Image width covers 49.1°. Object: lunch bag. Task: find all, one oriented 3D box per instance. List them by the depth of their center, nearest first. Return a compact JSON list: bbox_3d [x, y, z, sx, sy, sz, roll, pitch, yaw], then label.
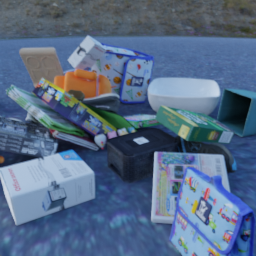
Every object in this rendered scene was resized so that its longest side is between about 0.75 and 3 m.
[{"bbox_3d":[1.423,1.557,4.681,0.825,1.753,1.320,-10,25,-23],"label":"lunch bag"},{"bbox_3d":[-0.296,-2.466,12.975,2.715,2.308,1.681,14,29,4],"label":"lunch bag"}]

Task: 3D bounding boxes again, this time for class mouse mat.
[{"bbox_3d":[-0.498,-0.256,9.643,2.069,0.078,1.665,19,-15,39],"label":"mouse mat"}]

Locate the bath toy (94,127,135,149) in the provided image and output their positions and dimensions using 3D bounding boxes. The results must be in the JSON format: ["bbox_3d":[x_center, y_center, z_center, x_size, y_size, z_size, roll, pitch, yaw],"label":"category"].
[{"bbox_3d":[-0.404,0.329,8.776,1.272,0.470,0.553,-14,2,-9],"label":"bath toy"}]

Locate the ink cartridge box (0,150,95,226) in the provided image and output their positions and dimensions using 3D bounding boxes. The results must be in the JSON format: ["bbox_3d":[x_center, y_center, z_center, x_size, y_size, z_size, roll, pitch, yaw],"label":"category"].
[{"bbox_3d":[-1.874,1.289,6.532,1.823,0.783,1.335,-14,27,-29],"label":"ink cartridge box"}]

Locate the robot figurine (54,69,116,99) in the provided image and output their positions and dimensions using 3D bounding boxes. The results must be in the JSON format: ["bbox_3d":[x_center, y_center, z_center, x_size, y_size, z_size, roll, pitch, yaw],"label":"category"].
[{"bbox_3d":[-1.801,-1.580,11.754,2.544,1.830,1.484,3,20,-10],"label":"robot figurine"}]

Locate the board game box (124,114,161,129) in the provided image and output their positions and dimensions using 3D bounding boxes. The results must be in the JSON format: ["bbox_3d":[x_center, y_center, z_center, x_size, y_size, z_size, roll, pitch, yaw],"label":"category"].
[{"bbox_3d":[0.378,-0.254,10.068,1.211,0.262,1.799,-9,9,-28],"label":"board game box"}]

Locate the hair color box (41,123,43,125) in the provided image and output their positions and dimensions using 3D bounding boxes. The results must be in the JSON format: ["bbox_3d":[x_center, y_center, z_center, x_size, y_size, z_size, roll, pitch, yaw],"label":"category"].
[{"bbox_3d":[-2.935,-0.435,10.647,0.723,0.429,1.323,30,16,-21],"label":"hair color box"}]

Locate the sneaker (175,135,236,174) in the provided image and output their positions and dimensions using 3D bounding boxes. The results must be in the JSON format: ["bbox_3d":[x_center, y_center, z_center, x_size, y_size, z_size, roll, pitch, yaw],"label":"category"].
[{"bbox_3d":[1.987,0.809,7.881,0.927,0.829,2.264,-27,25,-21],"label":"sneaker"}]

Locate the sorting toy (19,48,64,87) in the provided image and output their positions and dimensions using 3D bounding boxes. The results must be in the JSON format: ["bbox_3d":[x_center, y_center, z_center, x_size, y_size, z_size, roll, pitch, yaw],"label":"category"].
[{"bbox_3d":[-3.921,-2.816,13.155,1.856,2.006,0.366,3,42,15],"label":"sorting toy"}]

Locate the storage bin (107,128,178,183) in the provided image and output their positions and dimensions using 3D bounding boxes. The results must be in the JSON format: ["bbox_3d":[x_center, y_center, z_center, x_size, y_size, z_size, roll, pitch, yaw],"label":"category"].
[{"bbox_3d":[0.398,0.702,7.872,1.781,0.835,1.204,-13,27,-29],"label":"storage bin"}]

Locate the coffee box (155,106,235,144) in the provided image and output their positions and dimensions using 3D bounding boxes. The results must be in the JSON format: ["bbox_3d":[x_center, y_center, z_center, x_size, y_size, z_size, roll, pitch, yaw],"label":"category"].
[{"bbox_3d":[2.012,-0.070,8.260,2.227,0.490,1.369,6,23,-41],"label":"coffee box"}]

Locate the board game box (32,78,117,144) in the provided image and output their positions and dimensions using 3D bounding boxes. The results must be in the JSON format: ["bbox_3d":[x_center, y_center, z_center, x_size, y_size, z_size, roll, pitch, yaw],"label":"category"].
[{"bbox_3d":[-1.765,-0.542,9.246,2.370,0.672,1.959,37,-4,-40],"label":"board game box"}]

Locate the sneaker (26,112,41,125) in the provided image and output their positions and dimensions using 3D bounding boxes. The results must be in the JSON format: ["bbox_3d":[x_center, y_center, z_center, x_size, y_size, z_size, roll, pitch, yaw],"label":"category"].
[{"bbox_3d":[-3.100,-0.414,9.298,0.352,0.541,0.937,4,-7,-2],"label":"sneaker"}]

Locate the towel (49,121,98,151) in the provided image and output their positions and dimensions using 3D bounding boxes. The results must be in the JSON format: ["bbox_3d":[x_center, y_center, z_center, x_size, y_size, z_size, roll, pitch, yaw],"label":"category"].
[{"bbox_3d":[-1.984,0.102,9.264,1.518,0.240,2.107,22,9,-34],"label":"towel"}]

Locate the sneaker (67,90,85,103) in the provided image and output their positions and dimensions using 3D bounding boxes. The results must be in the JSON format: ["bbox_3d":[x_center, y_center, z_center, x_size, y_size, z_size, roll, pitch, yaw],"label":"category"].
[{"bbox_3d":[-1.808,-1.101,10.234,1.070,0.480,0.359,22,68,46],"label":"sneaker"}]

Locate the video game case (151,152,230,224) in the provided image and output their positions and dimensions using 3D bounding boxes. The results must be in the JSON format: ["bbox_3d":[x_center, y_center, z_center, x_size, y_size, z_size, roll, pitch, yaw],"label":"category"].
[{"bbox_3d":[1.422,1.331,6.411,1.698,0.221,1.866,2,44,6],"label":"video game case"}]

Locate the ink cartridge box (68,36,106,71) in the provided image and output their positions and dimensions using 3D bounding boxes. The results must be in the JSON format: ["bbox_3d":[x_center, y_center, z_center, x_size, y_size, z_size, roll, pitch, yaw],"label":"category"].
[{"bbox_3d":[-1.664,-2.969,11.423,0.549,1.311,0.951,50,17,17],"label":"ink cartridge box"}]

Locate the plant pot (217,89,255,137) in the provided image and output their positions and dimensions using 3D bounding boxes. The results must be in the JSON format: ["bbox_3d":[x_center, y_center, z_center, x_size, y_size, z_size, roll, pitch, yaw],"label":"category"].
[{"bbox_3d":[4.635,-0.607,10.375,1.981,1.400,1.399,-2,22,-23],"label":"plant pot"}]

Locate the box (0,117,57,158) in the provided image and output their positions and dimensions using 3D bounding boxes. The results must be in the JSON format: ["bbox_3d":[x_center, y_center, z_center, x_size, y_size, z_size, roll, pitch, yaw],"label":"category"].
[{"bbox_3d":[-3.230,0.226,8.214,2.145,0.534,1.691,14,11,-23],"label":"box"}]

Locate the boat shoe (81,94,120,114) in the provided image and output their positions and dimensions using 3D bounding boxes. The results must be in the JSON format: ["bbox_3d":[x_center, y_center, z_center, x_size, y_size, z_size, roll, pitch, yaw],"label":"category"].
[{"bbox_3d":[-1.461,-0.710,10.937,2.538,0.723,0.849,-12,-21,29],"label":"boat shoe"}]

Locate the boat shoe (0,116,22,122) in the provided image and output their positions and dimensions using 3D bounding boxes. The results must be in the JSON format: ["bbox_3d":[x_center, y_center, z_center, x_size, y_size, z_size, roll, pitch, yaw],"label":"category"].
[{"bbox_3d":[-4.571,-0.019,9.741,1.926,0.712,0.581,11,30,4],"label":"boat shoe"}]

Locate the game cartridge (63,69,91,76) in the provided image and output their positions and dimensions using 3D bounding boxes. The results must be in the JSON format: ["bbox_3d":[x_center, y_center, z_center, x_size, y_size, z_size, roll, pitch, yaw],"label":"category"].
[{"bbox_3d":[-2.826,-2.719,15.558,1.595,1.062,0.326,-7,26,-18],"label":"game cartridge"}]

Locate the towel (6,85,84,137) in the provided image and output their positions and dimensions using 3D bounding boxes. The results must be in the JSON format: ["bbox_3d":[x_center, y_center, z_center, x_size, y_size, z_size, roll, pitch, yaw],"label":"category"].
[{"bbox_3d":[-2.542,-0.525,8.781,2.270,0.348,1.694,34,7,27],"label":"towel"}]

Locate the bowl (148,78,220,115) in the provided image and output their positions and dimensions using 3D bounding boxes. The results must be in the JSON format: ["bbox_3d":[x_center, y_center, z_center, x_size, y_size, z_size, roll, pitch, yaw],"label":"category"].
[{"bbox_3d":[2.364,-1.309,12.213,2.975,1.110,2.970,5,24,11],"label":"bowl"}]

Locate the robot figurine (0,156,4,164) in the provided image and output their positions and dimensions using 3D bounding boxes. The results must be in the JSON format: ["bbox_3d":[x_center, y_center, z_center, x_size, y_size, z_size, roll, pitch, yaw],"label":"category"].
[{"bbox_3d":[-3.964,0.927,7.237,1.595,1.147,0.930,19,74,35],"label":"robot figurine"}]
